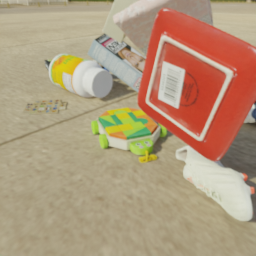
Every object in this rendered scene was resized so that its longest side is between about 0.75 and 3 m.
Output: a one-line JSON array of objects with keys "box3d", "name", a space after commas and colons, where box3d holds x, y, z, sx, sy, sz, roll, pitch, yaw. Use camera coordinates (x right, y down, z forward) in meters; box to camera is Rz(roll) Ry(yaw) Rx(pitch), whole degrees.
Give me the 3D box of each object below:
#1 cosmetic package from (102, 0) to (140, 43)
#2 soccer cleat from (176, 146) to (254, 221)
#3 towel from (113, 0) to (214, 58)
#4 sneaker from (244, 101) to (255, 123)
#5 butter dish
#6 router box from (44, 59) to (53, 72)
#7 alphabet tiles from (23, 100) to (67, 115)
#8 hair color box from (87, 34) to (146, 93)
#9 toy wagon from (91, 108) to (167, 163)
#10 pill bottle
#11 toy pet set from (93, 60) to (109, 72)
[{"box3d": [0.008, -3.549, 8.127, 0.727, 1.990, 1.030, 31, 62, -6], "name": "cosmetic package"}, {"box3d": [1.772, 1.103, 6.056, 1.023, 0.914, 2.638, -7, 21, -3], "name": "soccer cleat"}, {"box3d": [1.094, -2.922, 7.686, 2.371, 0.382, 2.264, -22, -21, 19], "name": "towel"}, {"box3d": [4.266, -0.675, 9.429, 1.508, 0.829, 2.059, -3, 13, 20], "name": "sneaker"}, {"box3d": [1.496, -0.925, 5.316, 1.646, 2.227, 2.221, -27, 53, -37], "name": "butter dish"}, {"box3d": [-3.725, -3.329, 14.932, 1.189, 0.395, 1.512, -12, 30, -22], "name": "router box"}, {"box3d": [-3.079, -0.793, 10.477, 1.503, 0.048, 1.251, -4, 27, -6], "name": "alphabet tiles"}, {"box3d": [-0.169, -2.821, 11.909, 2.774, 0.841, 1.373, 37, 43, 0], "name": "hair color box"}, {"box3d": [0.112, 0.118, 8.228, 2.001, 0.510, 2.579, -10, 29, -19], "name": "toy wagon"}, {"box3d": [-1.909, -2.076, 11.382, 2.634, 1.463, 1.463, 24, 36, 38], "name": "pill bottle"}, {"box3d": [-1.213, -2.850, 12.814, 0.858, 1.509, 1.616, 19, 56, -9], "name": "toy pet set"}]
